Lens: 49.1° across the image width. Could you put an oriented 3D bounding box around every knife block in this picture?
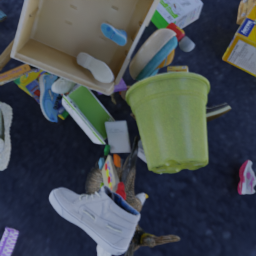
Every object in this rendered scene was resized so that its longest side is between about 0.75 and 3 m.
[{"bbox_3d":[5.985,-4.082,10.444,2.943,2.584,0.942,-6,61,46],"label":"knife block"}]

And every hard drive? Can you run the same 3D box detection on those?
[{"bbox_3d":[-0.271,0.255,7.622,0.590,0.114,0.895,-3,112,17],"label":"hard drive"}]

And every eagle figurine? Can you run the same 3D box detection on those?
[{"bbox_3d":[-0.138,1.965,7.826,2.172,2.160,2.863,-24,83,4],"label":"eagle figurine"}]

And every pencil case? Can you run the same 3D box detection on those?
[{"bbox_3d":[-3.487,3.367,8.002,0.416,0.424,0.992,15,73,-1],"label":"pencil case"}]

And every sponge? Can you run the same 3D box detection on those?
[{"bbox_3d":[-0.572,-1.352,8.894,0.948,0.141,0.529,-12,57,-21],"label":"sponge"}]

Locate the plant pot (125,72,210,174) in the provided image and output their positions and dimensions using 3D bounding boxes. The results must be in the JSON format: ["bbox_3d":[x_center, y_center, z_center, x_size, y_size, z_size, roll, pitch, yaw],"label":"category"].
[{"bbox_3d":[1.118,0.035,7.121,2.213,2.213,2.035,-5,71,-2],"label":"plant pot"}]

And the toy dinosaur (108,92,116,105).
[{"bbox_3d":[-0.555,-1.358,9.528,0.261,0.485,1.101,0,83,21],"label":"toy dinosaur"}]

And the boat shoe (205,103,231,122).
[{"bbox_3d":[2.192,-0.479,9.116,2.279,0.834,0.738,-18,77,-6],"label":"boat shoe"}]

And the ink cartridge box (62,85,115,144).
[{"bbox_3d":[-1.012,-0.385,7.757,0.831,2.194,1.622,-41,98,-12],"label":"ink cartridge box"}]

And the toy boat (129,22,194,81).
[{"bbox_3d":[1.095,-2.260,8.220,1.043,1.887,2.244,45,59,-2],"label":"toy boat"}]

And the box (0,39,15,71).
[{"bbox_3d":[-3.613,-2.146,8.358,0.169,1.302,1.593,39,87,-21],"label":"box"}]

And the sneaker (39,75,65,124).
[{"bbox_3d":[-2.240,-0.898,8.374,0.700,0.610,1.557,-8,80,0],"label":"sneaker"}]

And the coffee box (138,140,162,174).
[{"bbox_3d":[0.972,0.597,8.597,1.092,1.094,1.082,38,75,12],"label":"coffee box"}]

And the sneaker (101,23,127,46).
[{"bbox_3d":[-0.365,-2.550,7.475,0.783,0.311,0.511,37,35,-17],"label":"sneaker"}]

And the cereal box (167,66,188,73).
[{"bbox_3d":[1.700,-1.698,9.419,0.652,0.906,0.179,2,58,19],"label":"cereal box"}]

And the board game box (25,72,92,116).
[{"bbox_3d":[-2.099,-1.395,9.078,1.982,0.342,1.342,-39,78,-12],"label":"board game box"}]

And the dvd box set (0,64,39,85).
[{"bbox_3d":[-3.578,-1.562,8.472,1.587,1.161,0.233,-23,104,-1],"label":"dvd box set"}]

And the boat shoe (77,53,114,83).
[{"bbox_3d":[-0.820,-1.588,7.494,1.299,0.387,0.467,36,105,24],"label":"boat shoe"}]

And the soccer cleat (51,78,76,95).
[{"bbox_3d":[-1.657,-1.467,8.161,0.542,0.607,1.564,28,39,15],"label":"soccer cleat"}]

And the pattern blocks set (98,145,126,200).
[{"bbox_3d":[-0.464,1.324,7.367,0.144,1.563,1.779,5,51,-23],"label":"pattern blocks set"}]

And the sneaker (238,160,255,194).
[{"bbox_3d":[3.723,1.552,8.652,0.476,0.439,1.079,12,80,3],"label":"sneaker"}]

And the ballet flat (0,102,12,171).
[{"bbox_3d":[-4.218,0.206,8.934,0.816,0.816,2.273,-4,72,-2],"label":"ballet flat"}]

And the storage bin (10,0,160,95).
[{"bbox_3d":[-1.013,-2.675,7.027,2.841,2.862,1.341,21,32,-14],"label":"storage bin"}]

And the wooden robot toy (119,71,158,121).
[{"bbox_3d":[0.223,-1.307,9.351,1.111,1.078,2.448,8,69,19],"label":"wooden robot toy"}]

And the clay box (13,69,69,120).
[{"bbox_3d":[-2.727,-1.531,9.592,2.398,0.571,1.378,35,75,9],"label":"clay box"}]

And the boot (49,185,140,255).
[{"bbox_3d":[-0.731,1.670,6.138,2.190,0.806,1.047,29,101,23],"label":"boot"}]

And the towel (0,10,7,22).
[{"bbox_3d":[-5.950,-4.136,10.653,2.142,0.232,1.571,-41,77,-15],"label":"towel"}]

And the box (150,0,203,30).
[{"bbox_3d":[1.570,-4.625,10.523,1.588,0.870,1.799,-34,74,-11],"label":"box"}]

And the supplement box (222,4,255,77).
[{"bbox_3d":[4.933,-2.633,9.511,2.723,1.482,1.491,31,74,10],"label":"supplement box"}]
